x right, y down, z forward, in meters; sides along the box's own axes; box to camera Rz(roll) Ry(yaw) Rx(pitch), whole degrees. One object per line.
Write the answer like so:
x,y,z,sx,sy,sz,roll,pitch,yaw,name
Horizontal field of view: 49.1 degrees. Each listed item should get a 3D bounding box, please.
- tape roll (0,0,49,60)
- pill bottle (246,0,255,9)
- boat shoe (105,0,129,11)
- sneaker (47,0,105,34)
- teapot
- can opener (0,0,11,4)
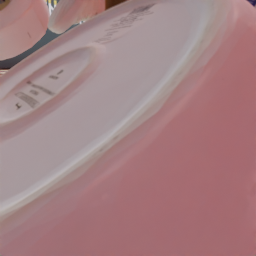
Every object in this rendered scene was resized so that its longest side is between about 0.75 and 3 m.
-3.473,-3.056,7.414,2.635,2.635,0.922,2,-27,8,tape roll
3.642,-3.020,7.109,1.611,2.784,1.611,24,23,-11,pill bottle
0.032,-2.825,6.410,1.022,2.903,1.021,23,16,33,boat shoe
-1.325,-3.552,8.787,0.986,1.546,2.675,6,59,36,sneaker
-0.097,0.448,2.279,2.808,2.078,2.845,-20,34,20,teapot
-2.916,-3.286,6.261,0.472,0.377,1.413,-28,60,2,can opener
